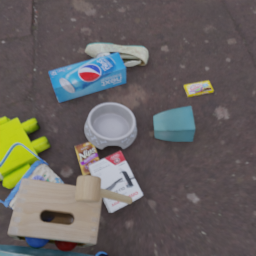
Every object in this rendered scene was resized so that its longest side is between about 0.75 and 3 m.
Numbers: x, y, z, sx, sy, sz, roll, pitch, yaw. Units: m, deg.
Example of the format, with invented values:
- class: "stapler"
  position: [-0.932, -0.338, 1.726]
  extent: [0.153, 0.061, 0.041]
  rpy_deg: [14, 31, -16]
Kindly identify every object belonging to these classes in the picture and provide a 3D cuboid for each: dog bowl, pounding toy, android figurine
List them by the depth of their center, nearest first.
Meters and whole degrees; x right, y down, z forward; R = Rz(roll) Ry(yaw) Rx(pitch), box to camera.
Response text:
- class: "pounding toy"
  position: [-1.190, 2.016, 6.205]
  extent: [2.543, 2.894, 1.324]
  rpy_deg: [12, 63, -12]
- class: "android figurine"
  position: [-4.057, 0.772, 9.142]
  extent: [2.786, 0.572, 2.536]
  rpy_deg: [-30, 66, -17]
- class: "dog bowl"
  position: [-0.569, -0.103, 9.493]
  extent: [1.814, 0.532, 1.814]
  rpy_deg: [4, 52, -5]

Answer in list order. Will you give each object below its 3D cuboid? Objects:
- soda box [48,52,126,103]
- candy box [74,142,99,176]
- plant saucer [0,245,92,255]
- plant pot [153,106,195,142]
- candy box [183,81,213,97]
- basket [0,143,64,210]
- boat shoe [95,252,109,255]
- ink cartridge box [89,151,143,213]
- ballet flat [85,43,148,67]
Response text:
- class: "soda box"
  position: [-1.468, -1.878, 10.424]
  extent: [2.685, 0.911, 0.862]
  rpy_deg: [-19, 62, -11]
- class: "candy box"
  position: [-1.296, 1.025, 9.154]
  extent: [0.642, 0.311, 1.101]
  rpy_deg: [-18, 61, -9]
- class: "plant saucer"
  position: [-1.722, 2.798, 5.899]
  extent: [2.620, 2.620, 0.359]
  rpy_deg: [6, 67, 3]
- class: "plant pot"
  position: [1.511, -0.085, 9.467]
  extent: [1.286, 0.909, 0.909]
  rpy_deg: [-4, 61, 4]
- class: "candy box"
  position: [2.673, -1.487, 10.659]
  extent: [1.012, 0.134, 0.517]
  rpy_deg: [-12, 59, -7]
- class: "basket"
  position: [-2.984, 1.572, 8.188]
  extent: [1.930, 1.342, 1.702]
  rpy_deg: [29, 76, 6]
- class: "boat shoe"
  position: [-0.999, 4.379, 6.852]
  extent: [0.865, 1.060, 2.519]
  rpy_deg: [22, 65, 17]
- class: "ink cartridge box"
  position: [-0.388, 1.636, 8.447]
  extent: [1.088, 0.632, 1.508]
  rpy_deg: [-25, 77, -13]
- class: "ballet flat"
  position: [-0.468, -2.844, 11.043]
  extent: [2.552, 0.861, 0.796]
  rpy_deg: [1, 71, 1]
